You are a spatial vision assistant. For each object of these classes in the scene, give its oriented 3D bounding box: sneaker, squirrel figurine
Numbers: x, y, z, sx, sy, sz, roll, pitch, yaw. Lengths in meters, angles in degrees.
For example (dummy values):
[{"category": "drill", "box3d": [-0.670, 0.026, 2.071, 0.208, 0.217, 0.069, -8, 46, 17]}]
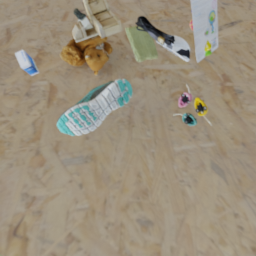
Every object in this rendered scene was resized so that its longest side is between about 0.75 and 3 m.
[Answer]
[{"category": "sneaker", "box3d": [-1.150, -0.717, 9.243, 2.686, 1.042, 1.225, -32, 27, -11]}, {"category": "squirrel figurine", "box3d": [-2.098, -3.797, 14.442, 2.637, 1.866, 2.461, -15, 55, 5]}, {"category": "sneaker", "box3d": [-2.116, -4.911, 12.122, 0.314, 0.470, 0.821, -50, 39, 0]}]

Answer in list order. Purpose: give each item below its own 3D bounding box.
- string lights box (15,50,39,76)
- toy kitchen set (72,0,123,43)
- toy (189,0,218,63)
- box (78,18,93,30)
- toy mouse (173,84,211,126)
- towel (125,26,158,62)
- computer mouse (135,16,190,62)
[{"category": "string lights box", "box3d": [-3.204, -2.052, 8.926, 0.293, 0.994, 0.511, -24, 87, -2]}, {"category": "toy kitchen set", "box3d": [-1.735, -5.119, 11.862, 1.985, 2.195, 2.433, -23, 42, -6]}, {"category": "toy", "box3d": [2.939, -4.211, 11.290, 1.554, 2.699, 0.637, -38, 38, -26]}, {"category": "box", "box3d": [-2.045, -5.026, 13.546, 0.412, 0.495, 1.205, -35, 9, 7]}, {"category": "toy mouse", "box3d": [1.755, -0.534, 7.969, 0.255, 1.169, 1.316, -16, 82, -35]}, {"category": "towel", "box3d": [0.548, -3.315, 10.947, 1.087, 0.267, 1.465, -18, 86, -28]}, {"category": "computer mouse", "box3d": [1.493, -3.069, 9.878, 1.494, 0.598, 2.725, 40, 18, 30]}]
